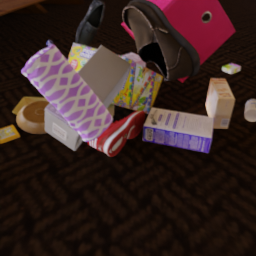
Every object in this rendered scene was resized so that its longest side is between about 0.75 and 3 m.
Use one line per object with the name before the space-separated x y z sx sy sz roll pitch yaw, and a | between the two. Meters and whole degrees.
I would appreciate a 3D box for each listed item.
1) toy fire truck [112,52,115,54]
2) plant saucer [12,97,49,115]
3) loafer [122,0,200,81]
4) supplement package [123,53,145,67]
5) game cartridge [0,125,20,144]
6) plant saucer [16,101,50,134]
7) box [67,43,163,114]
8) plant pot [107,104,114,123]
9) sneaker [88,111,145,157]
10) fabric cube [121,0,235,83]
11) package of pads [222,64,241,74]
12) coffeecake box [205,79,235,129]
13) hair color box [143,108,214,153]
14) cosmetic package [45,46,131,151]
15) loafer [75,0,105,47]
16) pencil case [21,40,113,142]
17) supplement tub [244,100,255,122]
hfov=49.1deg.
toy fire truck | -0.921 -4.008 15.968 1.031 0.688 1.227 -7 32 -42
plant saucer | -3.966 -0.840 11.724 1.267 0.307 1.267 3 36 4
loafer | 0.635 -2.379 7.490 1.059 1.084 2.969 -30 61 -16
supplement package | -0.030 -2.916 13.953 1.452 1.102 1.094 -25 42 -31
game cartridge | -4.569 0.256 10.317 0.904 0.147 0.797 -22 41 -29
plant saucer | -3.427 -0.530 10.976 1.850 0.327 1.850 5 44 -4
box | -0.612 -1.902 10.982 2.732 1.667 2.632 25 8 35
plant pot | -1.245 -0.524 10.501 1.349 1.474 1.474 8 35 -7
sneaker | -0.511 -0.074 10.095 1.445 0.980 2.502 20 37 26
fabric cube | 1.916 -4.117 11.464 2.862 2.817 2.871 -44 31 7
package of pads | 5.549 -3.165 15.025 0.833 0.284 0.643 -22 40 -27
coffeecake box | 3.576 -0.989 11.051 0.627 1.318 1.717 3 35 4
hair color box | 1.809 0.050 10.091 2.339 0.758 1.279 12 38 13
cosmetic package | -1.114 -0.853 7.867 1.204 1.426 2.669 35 63 2
loafer | -1.478 -3.949 10.862 0.702 2.066 0.725 18 24 -28
pencil case | -1.296 -0.695 6.022 0.945 2.210 0.928 -11 33 51
supplement tub | 5.026 -0.712 11.304 0.591 0.591 0.895 13 37 18
